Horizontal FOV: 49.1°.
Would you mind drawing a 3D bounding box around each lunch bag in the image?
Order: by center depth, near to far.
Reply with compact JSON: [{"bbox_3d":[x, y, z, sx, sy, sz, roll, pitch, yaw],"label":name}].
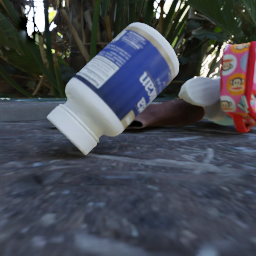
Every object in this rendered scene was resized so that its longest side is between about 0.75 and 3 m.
[{"bbox_3d":[3.250,-0.964,7.695,1.005,2.162,2.454,3,-8,36],"label":"lunch bag"}]

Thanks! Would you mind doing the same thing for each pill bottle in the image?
[{"bbox_3d":[-0.293,-0.683,5.209,2.375,1.319,1.319,-46,20,-9],"label":"pill bottle"}]

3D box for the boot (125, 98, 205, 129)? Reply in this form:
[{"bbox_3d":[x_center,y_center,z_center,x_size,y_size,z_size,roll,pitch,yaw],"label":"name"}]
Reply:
[{"bbox_3d":[0.912,-0.277,8.552,2.497,0.903,2.077,2,17,28],"label":"boot"}]

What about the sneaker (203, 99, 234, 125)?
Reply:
[{"bbox_3d":[3.205,-0.654,10.260,1.218,1.098,2.972,24,15,-12],"label":"sneaker"}]

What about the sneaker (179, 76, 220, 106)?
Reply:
[{"bbox_3d":[2.047,-1.031,8.661,2.423,0.893,1.400,-13,1,-44],"label":"sneaker"}]
